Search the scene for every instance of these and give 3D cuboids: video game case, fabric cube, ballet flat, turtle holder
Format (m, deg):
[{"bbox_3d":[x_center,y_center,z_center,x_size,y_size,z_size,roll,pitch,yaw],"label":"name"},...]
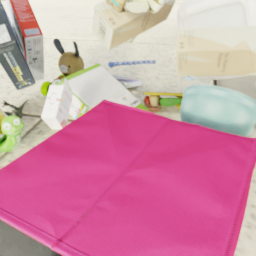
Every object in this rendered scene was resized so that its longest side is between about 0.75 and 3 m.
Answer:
[{"bbox_3d":[-0.622,-2.066,12.129,1.962,0.247,2.154,14,15,17],"label":"video game case"},{"bbox_3d":[0.034,1.626,4.199,2.895,2.840,2.886,16,33,25],"label":"fabric cube"},{"bbox_3d":[0.446,-3.490,7.736,2.381,0.839,0.777,-21,70,-33],"label":"ballet flat"},{"bbox_3d":[-4.261,0.037,7.872,2.450,1.740,1.862,27,40,37],"label":"turtle holder"}]

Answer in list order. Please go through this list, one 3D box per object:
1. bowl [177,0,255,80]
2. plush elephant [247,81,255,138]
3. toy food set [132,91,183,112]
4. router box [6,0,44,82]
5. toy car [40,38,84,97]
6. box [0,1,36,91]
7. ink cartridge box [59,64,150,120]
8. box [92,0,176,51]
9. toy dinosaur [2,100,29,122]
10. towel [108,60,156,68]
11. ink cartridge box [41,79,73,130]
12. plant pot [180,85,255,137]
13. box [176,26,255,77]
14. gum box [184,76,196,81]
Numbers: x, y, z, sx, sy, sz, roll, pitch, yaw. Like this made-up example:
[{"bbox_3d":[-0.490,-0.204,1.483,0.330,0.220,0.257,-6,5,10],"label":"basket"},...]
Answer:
[{"bbox_3d":[2.958,-2.892,8.952,2.947,2.952,1.102,-1,26,35],"label":"bowl"},{"bbox_3d":[3.934,-0.417,8.013,2.793,2.300,2.162,40,86,26],"label":"plush elephant"},{"bbox_3d":[1.280,-0.978,10.698,2.292,0.749,1.348,2,7,0],"label":"toy food set"},{"bbox_3d":[-3.567,-3.163,9.745,0.597,2.443,2.193,-18,71,-23],"label":"router box"},{"bbox_3d":[-2.425,-2.359,11.292,1.908,2.323,1.832,16,34,25],"label":"toy car"},{"bbox_3d":[-3.539,-2.656,7.858,0.667,2.062,2.615,-23,72,-13],"label":"box"},{"bbox_3d":[-0.884,-0.786,10.077,2.840,1.076,2.099,44,43,7],"label":"ink cartridge box"},{"bbox_3d":[0.194,-3.908,9.546,2.721,1.292,1.058,-33,82,-17],"label":"box"},{"bbox_3d":[-4.224,-0.632,10.277,0.837,0.451,1.899,10,27,-16],"label":"toy dinosaur"},{"bbox_3d":[0.120,-2.603,11.357,1.865,0.222,1.350,-4,15,-5],"label":"towel"},{"bbox_3d":[-1.853,-0.639,7.451,0.412,0.711,1.221,4,64,10],"label":"ink cartridge box"},{"bbox_3d":[1.728,-0.065,5.667,1.554,1.041,1.554,18,-8,3],"label":"plant pot"},{"bbox_3d":[2.509,-2.094,7.748,2.293,1.089,0.891,1,60,13],"label":"box"},{"bbox_3d":[3.244,-2.658,13.825,1.081,0.241,0.918,-11,33,-18],"label":"gum box"}]
